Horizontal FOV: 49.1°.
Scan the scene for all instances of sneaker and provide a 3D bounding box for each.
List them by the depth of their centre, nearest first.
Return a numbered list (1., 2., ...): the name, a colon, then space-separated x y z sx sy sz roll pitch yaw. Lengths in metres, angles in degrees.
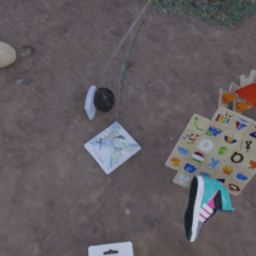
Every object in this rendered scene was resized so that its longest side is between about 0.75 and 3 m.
1. sneaker: 2.010 2.017 6.875 1.071 1.775 0.742 4 21 -4

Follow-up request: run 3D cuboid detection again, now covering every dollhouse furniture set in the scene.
1. dollhouse furniture set: 4.537 -0.759 9.094 2.398 2.424 1.249 27 64 -22

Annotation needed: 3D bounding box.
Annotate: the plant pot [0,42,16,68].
1. plant pot: -4.781 -2.849 10.908 0.658 0.979 0.979 -10 59 -39

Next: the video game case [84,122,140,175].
1. video game case: -0.532 0.646 9.454 1.432 0.158 1.305 -36 68 -17

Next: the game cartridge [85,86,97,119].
1. game cartridge: -1.251 -0.901 9.648 0.208 0.687 1.030 4 57 9

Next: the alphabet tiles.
1. alphabet tiles: 2.223 0.738 7.017 2.102 2.526 0.080 23 31 -1

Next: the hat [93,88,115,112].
1. hat: -0.733 -0.957 9.694 0.373 0.924 0.924 11 56 48

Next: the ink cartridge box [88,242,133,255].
1. ink cartridge box: -0.401 4.220 7.266 1.335 0.781 2.302 -6 63 -3
